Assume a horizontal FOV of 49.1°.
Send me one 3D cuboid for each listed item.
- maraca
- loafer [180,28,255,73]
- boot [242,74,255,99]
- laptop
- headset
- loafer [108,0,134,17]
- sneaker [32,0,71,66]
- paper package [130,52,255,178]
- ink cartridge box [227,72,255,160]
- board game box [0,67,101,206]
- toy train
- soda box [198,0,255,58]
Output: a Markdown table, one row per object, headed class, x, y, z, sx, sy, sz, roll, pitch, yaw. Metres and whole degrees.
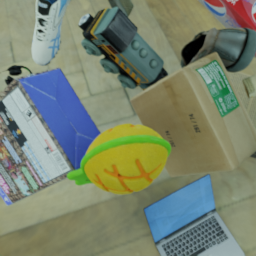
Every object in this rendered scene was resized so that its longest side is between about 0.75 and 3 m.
| class | x | y | z | sx | sy | sz | roll | pitch | yaw |
| --- | --- | --- | --- | --- | --- | --- | --- | --- | --- |
| maraca | -0.159 | 0.556 | 4.247 | 1.238 | 1.805 | 0.966 | 16 | 52 | -34 |
| loafer | 1.576 | -1.680 | 5.944 | 0.913 | 2.904 | 1.043 | 15 | 96 | -10 |
| boot | 2.574 | -0.694 | 5.240 | 0.661 | 0.851 | 0.310 | -29 | 21 | 14 |
| laptop | 1.649 | 2.570 | 6.804 | 1.904 | 1.179 | 2.034 | -24 | 63 | -13 |
| headset | -2.922 | -1.307 | 7.161 | 1.006 | 0.473 | 0.621 | 15 | 85 | -7 |
| loafer | -0.400 | -4.122 | 8.326 | 0.624 | 1.792 | 0.674 | -44 | 39 | -12 |
| sneaker | -2.341 | -3.119 | 8.051 | 0.953 | 0.961 | 2.653 | 24 | 104 | 19 |
| paper package | 1.152 | -0.126 | 5.073 | 0.940 | 1.732 | 1.817 | -30 | 94 | -33 |
| ink cartridge box | 3.468 | -0.504 | 8.692 | 2.011 | 0.917 | 2.440 | 23 | 63 | 11 |
| board game box | -1.923 | 0.237 | 5.619 | 1.853 | 2.324 | 1.126 | 59 | 34 | -5 |
| toy train | -0.058 | -1.769 | 6.693 | 1.404 | 2.463 | 1.050 | 16 | 70 | 55 |
| soda box | 2.633 | -2.830 | 6.453 | 2.900 | 1.015 | 0.920 | 43 | 93 | -4 |
